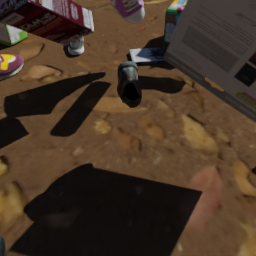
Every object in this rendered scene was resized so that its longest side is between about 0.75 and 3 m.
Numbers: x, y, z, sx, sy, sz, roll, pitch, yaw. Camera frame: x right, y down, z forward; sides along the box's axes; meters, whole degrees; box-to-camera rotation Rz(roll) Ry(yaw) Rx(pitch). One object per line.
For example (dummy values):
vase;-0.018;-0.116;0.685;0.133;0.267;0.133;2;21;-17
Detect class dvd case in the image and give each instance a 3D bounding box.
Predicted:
dvd case;0.759;-2.769;10.810;1.329;0.164;0.999;-6;43;-6

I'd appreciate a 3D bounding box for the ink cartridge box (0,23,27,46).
ink cartridge box;-5.418;-4.928;11.265;1.997;2.702;1.023;21;47;21

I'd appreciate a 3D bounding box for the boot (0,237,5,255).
boot;-2.684;2.480;4.965;0.846;0.384;1.006;-4;49;-10

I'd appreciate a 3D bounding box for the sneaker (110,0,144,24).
sneaker;-0.076;-4.119;8.417;0.977;2.695;1.536;-34;45;4

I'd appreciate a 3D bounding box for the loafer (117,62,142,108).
loafer;0.025;-0.763;5.915;0.533;1.485;0.467;-8;64;2

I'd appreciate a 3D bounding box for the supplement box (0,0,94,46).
supplement box;-1.880;-2.650;6.652;1.096;0.613;2.014;-12;-8;33

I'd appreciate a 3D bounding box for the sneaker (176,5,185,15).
sneaker;2.337;-3.429;9.241;1.791;0.854;0.708;31;46;14

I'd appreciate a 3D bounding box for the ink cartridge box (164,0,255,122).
ink cartridge box;2.229;-1.629;5.308;2.557;2.245;1.072;37;60;7

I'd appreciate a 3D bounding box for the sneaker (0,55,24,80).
sneaker;-4.850;-2.214;9.487;2.521;1.136;0.945;-27;49;-26

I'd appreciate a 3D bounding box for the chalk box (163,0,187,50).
chalk box;2.424;-3.984;11.039;1.656;1.667;2.671;16;46;17

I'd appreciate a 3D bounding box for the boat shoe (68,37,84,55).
boat shoe;-2.136;-3.619;11.458;0.636;0.524;1.853;-4;43;-4
